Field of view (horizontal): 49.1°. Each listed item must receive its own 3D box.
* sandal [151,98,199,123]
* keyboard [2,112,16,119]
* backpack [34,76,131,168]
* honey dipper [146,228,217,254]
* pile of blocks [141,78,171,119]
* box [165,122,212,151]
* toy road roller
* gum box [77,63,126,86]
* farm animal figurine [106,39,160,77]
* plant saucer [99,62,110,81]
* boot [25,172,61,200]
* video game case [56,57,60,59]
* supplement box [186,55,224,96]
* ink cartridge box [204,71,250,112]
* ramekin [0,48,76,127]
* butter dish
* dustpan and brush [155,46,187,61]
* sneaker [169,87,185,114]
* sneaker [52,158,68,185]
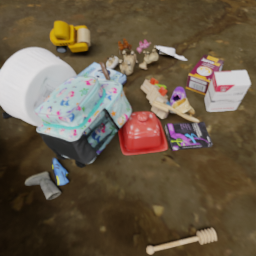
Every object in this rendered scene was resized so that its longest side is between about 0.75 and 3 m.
[{"bbox_3d":[1.855,-0.783,10.019,2.052,0.675,0.752,17,14,-22],"label":"sandal"},{"bbox_3d":[-4.487,-0.631,11.496,1.263,0.130,0.803,-22,34,-18],"label":"keyboard"},{"bbox_3d":[-1.467,-0.516,9.648,2.660,2.256,2.996,10,45,42],"label":"backpack"},{"bbox_3d":[1.504,3.271,8.015,2.021,0.384,0.384,-11,49,-4],"label":"honey dipper"},{"bbox_3d":[1.345,-1.322,11.309,1.067,0.808,2.600,16,30,-22],"label":"pile of blocks"},{"bbox_3d":[2.274,0.288,10.657,1.559,0.281,1.114,-4,49,-6],"label":"box"},{"bbox_3d":[-2.758,-4.334,13.145,1.817,1.326,1.116,-4,76,4],"label":"toy road roller"},{"bbox_3d":[-1.321,-2.080,12.479,1.879,0.419,1.597,28,57,28],"label":"gum box"},{"bbox_3d":[0.260,-3.224,13.316,2.028,1.057,2.006,26,68,24],"label":"farm animal figurine"},{"bbox_3d":[-0.917,-2.258,11.353,0.169,0.921,0.921,-21,50,5],"label":"plant saucer"},{"bbox_3d":[-2.799,1.964,9.175,0.889,0.355,0.978,-24,59,-21],"label":"boot"},{"bbox_3d":[-4.027,-3.036,13.131,1.406,0.187,1.968,-5,23,-5],"label":"video game case"},{"bbox_3d":[3.490,-2.424,12.707,1.013,0.787,1.837,25,53,20],"label":"supplement box"},{"bbox_3d":[3.865,-1.423,11.119,1.253,1.725,0.719,-3,60,-1],"label":"ink cartridge box"},{"bbox_3d":[-3.164,-1.397,10.351,1.371,2.812,2.812,28,54,31],"label":"ramekin"},{"bbox_3d":[0.499,-0.016,10.264,1.718,1.273,1.722,-7,49,-5],"label":"butter dish"},{"bbox_3d":[2.140,-3.724,14.000,1.710,0.489,1.194,9,17,1],"label":"dustpan and brush"},{"bbox_3d":[2.092,-1.294,11.810,0.591,0.649,1.469,14,50,14],"label":"sneaker"},{"bbox_3d":[-2.336,1.481,9.591,0.434,0.365,1.108,-8,48,-25],"label":"sneaker"}]
